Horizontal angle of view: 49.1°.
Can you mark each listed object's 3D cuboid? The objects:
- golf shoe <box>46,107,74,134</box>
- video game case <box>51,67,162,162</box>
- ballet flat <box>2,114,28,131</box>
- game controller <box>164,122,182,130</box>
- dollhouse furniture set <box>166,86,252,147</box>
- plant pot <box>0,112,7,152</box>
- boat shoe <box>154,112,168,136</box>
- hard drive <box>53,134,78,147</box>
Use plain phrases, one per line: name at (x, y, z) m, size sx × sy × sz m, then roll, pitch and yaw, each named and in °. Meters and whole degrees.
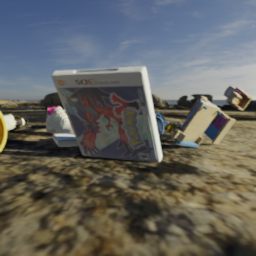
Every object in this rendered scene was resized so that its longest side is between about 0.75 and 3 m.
golf shoe at (-2.788, -0.286, 11.916) m, size 2.520 × 1.153 × 0.949 m, roll 10°, pitch 20°, yaw 43°
video game case at (-0.446, -0.227, 6.498) m, size 2.196 × 2.410 × 0.277 m, roll 2°, pitch 38°, yaw 23°
ballet flat at (-5.566, -0.265, 13.086) m, size 0.898 × 0.893 × 2.626 m, roll -8°, pitch 5°, yaw 9°
game controller at (1.804, -0.025, 14.286) m, size 2.036 × 0.429 × 1.062 m, roll -3°, pitch -8°, yaw -34°
dollhouse furniture set at (2.274, -0.653, 8.886) m, size 2.243 × 2.117 × 1.463 m, roll 7°, pitch 31°, yaw -43°
plant pot at (-3.624, 0.166, 6.056) m, size 1.582 × 1.582 × 1.488 m, roll -4°, pitch -7°, yaw -37°
boat shoe at (1.289, -0.332, 12.515) m, size 0.720 × 0.883 × 2.099 m, roll -41°, pitch 16°, yaw 14°
hard drive at (-1.985, 0.408, 9.936) m, size 1.183 × 0.239 × 1.794 m, roll -2°, pitch 6°, yaw -20°
